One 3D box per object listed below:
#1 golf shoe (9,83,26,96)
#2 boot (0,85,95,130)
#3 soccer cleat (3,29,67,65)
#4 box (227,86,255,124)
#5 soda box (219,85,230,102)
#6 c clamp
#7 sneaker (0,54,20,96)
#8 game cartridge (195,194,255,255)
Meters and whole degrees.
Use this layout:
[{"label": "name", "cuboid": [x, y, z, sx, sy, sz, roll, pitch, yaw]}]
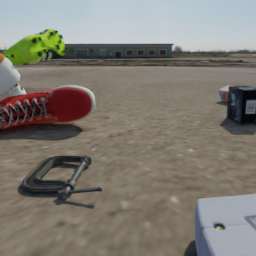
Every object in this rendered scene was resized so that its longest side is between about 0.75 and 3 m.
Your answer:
[{"label": "golf shoe", "cuboid": [-4.014, -1.233, 10.377, 0.790, 0.981, 2.018, -8, 15, -20]}, {"label": "boot", "cuboid": [-2.468, -0.406, 7.207, 2.931, 1.061, 2.115, -4, 13, 18]}, {"label": "soccer cleat", "cuboid": [-2.674, -2.374, 8.307, 1.084, 0.903, 2.674, -12, 17, 14]}, {"label": "box", "cuboid": [3.410, -0.704, 8.301, 0.591, 0.990, 1.007, -2, 14, -2]}, {"label": "soda box", "cuboid": [4.428, -1.306, 11.220, 0.566, 0.526, 1.656, -27, 22, -16]}, {"label": "c clamp", "cuboid": [-0.975, 0.737, 4.491, 1.262, 0.200, 1.477, -5, 16, 1]}, {"label": "sneaker", "cuboid": [-3.863, -0.801, 6.282, 2.700, 1.143, 0.983, -46, 45, -18]}, {"label": "game cartridge", "cuboid": [1.526, 1.245, 1.954, 1.711, 0.534, 2.569, -6, 15, -7]}]
